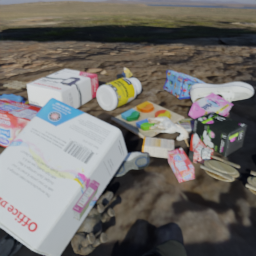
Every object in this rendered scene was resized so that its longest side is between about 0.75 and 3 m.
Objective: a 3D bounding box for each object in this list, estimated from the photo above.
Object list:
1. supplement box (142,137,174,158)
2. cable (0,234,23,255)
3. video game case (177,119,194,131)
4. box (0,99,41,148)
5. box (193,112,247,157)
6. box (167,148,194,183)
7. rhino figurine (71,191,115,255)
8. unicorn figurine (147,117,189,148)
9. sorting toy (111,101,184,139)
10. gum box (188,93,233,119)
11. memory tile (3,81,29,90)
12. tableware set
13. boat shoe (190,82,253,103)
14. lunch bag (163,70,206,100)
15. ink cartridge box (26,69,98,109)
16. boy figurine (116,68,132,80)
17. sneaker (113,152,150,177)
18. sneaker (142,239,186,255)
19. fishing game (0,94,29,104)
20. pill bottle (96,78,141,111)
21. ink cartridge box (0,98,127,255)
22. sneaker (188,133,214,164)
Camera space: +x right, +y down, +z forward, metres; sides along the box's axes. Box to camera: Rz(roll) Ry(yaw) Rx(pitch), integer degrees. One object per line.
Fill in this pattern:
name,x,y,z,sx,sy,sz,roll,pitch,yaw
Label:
supplement box,1.043,0.689,9.744,1.079,0.397,0.680,7,27,6
cable,-3.284,2.521,6.357,1.728,0.538,2.118,3,23,19
video game case,2.595,-0.123,11.600,1.005,0.111,0.914,-3,29,-6
box,-3.975,-0.089,10.041,2.728,1.302,1.360,14,21,21
box,3.285,0.180,10.177,1.112,0.931,1.497,-21,35,-33
box,1.627,1.157,8.723,0.518,0.478,1.010,-15,34,-6
rhino figurine,-0.788,2.156,6.711,0.582,0.852,1.948,44,28,-13
unicorn figurine,1.456,0.000,10.279,1.170,0.629,1.704,-4,42,-22
sorting toy,0.806,-0.465,11.781,2.378,0.434,2.201,-24,36,-32
gum box,3.568,-0.790,11.951,1.078,0.628,1.900,37,41,25
memory tile,-6.281,-2.412,15.841,1.272,0.107,0.975,13,31,24
tableware set,3.251,1.565,8.086,2.308,0.462,1.525,22,17,25
boat shoe,4.488,-1.492,13.368,2.998,1.063,1.047,2,55,0
lunch bag,3.363,-2.268,14.771,2.362,1.111,1.778,-1,24,-22
ink cartridge box,-3.085,-1.806,13.559,2.065,1.203,2.853,14,31,24
boy figurine,-0.172,-3.013,16.067,0.483,0.931,1.498,10,26,18
sneaker,-0.138,1.128,8.986,1.612,0.601,0.702,-7,12,-17
sneaker,0.311,2.811,5.139,0.947,1.132,2.495,21,34,36
fishing game,-5.892,-1.275,13.510,2.226,0.346,1.594,12,26,14
pill bottle,-0.366,-1.702,13.374,1.209,1.209,2.173,21,34,33
ink cartridge box,-1.705,1.034,6.376,2.106,1.234,2.914,25,64,23
sneaker,2.524,0.725,9.662,0.791,0.493,1.475,8,33,12
